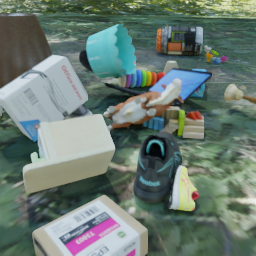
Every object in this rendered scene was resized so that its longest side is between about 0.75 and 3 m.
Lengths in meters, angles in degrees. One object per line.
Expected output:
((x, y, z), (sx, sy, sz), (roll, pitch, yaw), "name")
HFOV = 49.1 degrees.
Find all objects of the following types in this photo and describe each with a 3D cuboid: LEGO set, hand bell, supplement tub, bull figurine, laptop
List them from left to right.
((0.341, -0.506, 6.894), (2.164, 0.705, 1.314), (-25, -2, 28), "bull figurine")
((0.867, -1.498, 8.669), (2.442, 1.261, 2.164), (11, 9, -28), "laptop")
((2.906, -4.957, 15.918), (2.478, 1.518, 1.518), (5, 26, 9), "supplement tub")
((4.308, -3.573, 14.245), (1.282, 0.526, 0.489), (36, 73, 10), "LEGO set")
((3.405, -0.885, 8.133), (0.546, 0.546, 1.048), (-19, 32, -33), "hand bell")

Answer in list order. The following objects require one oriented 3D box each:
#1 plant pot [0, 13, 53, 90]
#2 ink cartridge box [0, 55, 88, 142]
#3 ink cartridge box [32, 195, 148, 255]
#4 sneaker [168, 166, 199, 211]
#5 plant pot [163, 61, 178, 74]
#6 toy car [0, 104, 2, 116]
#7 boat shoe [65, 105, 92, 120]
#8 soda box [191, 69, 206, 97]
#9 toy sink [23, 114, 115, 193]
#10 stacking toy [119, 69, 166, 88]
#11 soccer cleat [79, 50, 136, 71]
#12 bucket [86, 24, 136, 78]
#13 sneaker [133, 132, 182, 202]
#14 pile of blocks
((-3.648, -2.534, 9.683), (2.444, 2.615, 2.444), (0, 26, 0), "plant pot")
((-2.056, -0.763, 6.870), (1.780, 1.287, 0.750), (-42, 38, -22), "ink cartridge box")
((-0.493, 1.543, 3.773), (1.217, 0.457, 1.002), (-20, 31, -37), "ink cartridge box")
((0.988, 1.076, 4.887), (0.477, 0.413, 1.057), (15, 32, 7), "sneaker")
((1.735, -2.287, 11.282), (0.722, 0.771, 0.722), (0, 25, 0), "plant pot")
((-4.355, -0.672, 7.431), (1.443, 1.237, 1.649), (11, 28, 23), "toy car")
((-1.696, -0.688, 7.909), (1.611, 0.747, 0.601), (19, 45, 37), "boat shoe")
((2.523, -1.671, 10.229), (0.544, 0.575, 1.695), (7, 27, 15), "soda box")
((-1.164, 0.434, 5.092), (1.539, 1.003, 0.862), (-12, 61, -23), "toy sink")
((0.600, -1.869, 10.530), (1.844, 0.787, 0.787), (0, 26, -9), "stacking toy")
((-0.963, -2.984, 12.675), (2.714, 0.926, 0.993), (16, 22, 24), "soccer cleat")
((-0.528, -2.443, 9.215), (1.102, 1.695, 1.695), (-8, 22, 23), "bucket")
((0.657, 0.497, 5.479), (0.818, 0.860, 2.170), (6, 25, 11), "sneaker")
((0.985, -0.326, 7.333), (2.184, 0.679, 0.897), (15, 28, 29), "pile of blocks")
